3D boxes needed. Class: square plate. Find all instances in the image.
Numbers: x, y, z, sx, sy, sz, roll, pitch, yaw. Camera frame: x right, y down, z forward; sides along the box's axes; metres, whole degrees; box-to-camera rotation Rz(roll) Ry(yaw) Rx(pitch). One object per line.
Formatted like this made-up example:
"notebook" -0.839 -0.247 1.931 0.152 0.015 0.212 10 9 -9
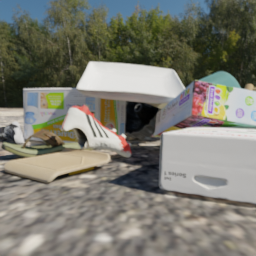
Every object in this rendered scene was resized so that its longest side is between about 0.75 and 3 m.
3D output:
"square plate" 0.111 -1.214 7.461 2.602 0.370 2.577 5 26 -3

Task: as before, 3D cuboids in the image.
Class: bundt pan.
"bundt pan" 0.572 -0.513 9.733 2.089 2.089 0.784 5 -23 48

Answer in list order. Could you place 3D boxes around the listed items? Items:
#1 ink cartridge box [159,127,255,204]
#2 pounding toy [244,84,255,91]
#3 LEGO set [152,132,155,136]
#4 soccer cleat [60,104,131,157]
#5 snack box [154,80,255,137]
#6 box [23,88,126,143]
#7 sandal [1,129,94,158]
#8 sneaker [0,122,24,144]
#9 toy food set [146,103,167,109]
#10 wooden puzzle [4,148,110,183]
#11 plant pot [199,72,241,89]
"ink cartridge box" 1.399 0.421 4.197 1.351 0.784 1.866 3 4 26
"pounding toy" 3.027 -0.533 6.303 1.066 0.488 0.936 27 -16 -6
"LEGO set" 1.251 -0.073 10.730 1.237 0.569 0.461 -14 17 -43
"soccer cleat" -0.635 0.231 5.843 1.733 0.738 0.594 43 -25 -30
"snack box" 1.847 -0.152 6.163 1.950 0.726 2.742 8 -10 -6
"box" -1.682 -0.394 8.756 2.970 1.671 1.505 3 5 29
"sandal" -1.806 0.325 6.547 2.170 0.619 0.862 -3 6 -34
"sneaker" -3.673 0.251 8.641 0.741 0.491 1.302 -21 28 -15
"toy food set" 1.443 -0.823 8.595 1.580 0.665 2.201 24 20 37
"wooden puzzle" -1.238 0.661 5.016 1.312 0.264 1.419 4 11 36
"plant pot" 3.962 -1.208 14.001 2.182 2.719 2.719 -19 10 -16
